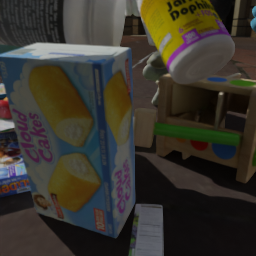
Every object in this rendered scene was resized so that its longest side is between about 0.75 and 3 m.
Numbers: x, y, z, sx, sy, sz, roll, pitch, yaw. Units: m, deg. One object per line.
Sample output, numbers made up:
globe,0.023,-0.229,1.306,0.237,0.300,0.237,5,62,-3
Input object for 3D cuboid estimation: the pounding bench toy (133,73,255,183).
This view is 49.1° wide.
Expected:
pounding bench toy,1.744,-0.055,5.683,2.268,1.806,2.907,17,27,35

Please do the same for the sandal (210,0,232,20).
sandal,2.730,-4.112,8.161,0.537,2.381,0.894,9,-18,36

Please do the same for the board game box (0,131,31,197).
board game box,-2.620,0.668,5.781,1.492,0.380,2.204,-9,24,-22

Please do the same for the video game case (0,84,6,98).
video game case,-5.199,-1.559,11.619,1.303,0.162,1.820,-12,25,-27

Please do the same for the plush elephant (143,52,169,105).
plush elephant,1.516,-1.598,9.606,2.168,2.038,2.632,37,62,-7

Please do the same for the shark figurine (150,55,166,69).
shark figurine,0.757,-2.528,6.012,1.840,3.080,1.285,-28,26,-14

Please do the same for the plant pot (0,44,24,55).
plant pot,-3.375,-2.951,7.556,1.387,2.059,2.059,-36,30,-7

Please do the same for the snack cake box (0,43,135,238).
snack cake box,-0.728,0.181,4.003,1.475,2.566,0.862,8,30,20

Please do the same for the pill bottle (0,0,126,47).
pill bottle,-1.593,-2.413,5.697,2.929,1.668,1.668,9,23,4

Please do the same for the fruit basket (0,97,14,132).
fruit basket,-2.817,-0.306,7.163,2.184,1.106,2.358,14,25,32

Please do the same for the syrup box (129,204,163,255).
syrup box,0.256,1.486,3.724,0.416,0.402,1.022,2,22,5

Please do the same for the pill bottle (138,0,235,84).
pill bottle,0.788,-1.750,4.438,1.020,1.020,1.957,-12,69,-28

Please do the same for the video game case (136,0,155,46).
video game case,1.425,-3.194,8.110,2.597,1.857,0.227,-8,-13,-35

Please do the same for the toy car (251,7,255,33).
toy car,3.259,-2.173,5.525,1.155,1.064,1.021,36,51,-15

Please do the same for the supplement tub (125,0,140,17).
supplement tub,0.704,-4.587,9.547,1.838,1.327,1.327,-12,23,-1
